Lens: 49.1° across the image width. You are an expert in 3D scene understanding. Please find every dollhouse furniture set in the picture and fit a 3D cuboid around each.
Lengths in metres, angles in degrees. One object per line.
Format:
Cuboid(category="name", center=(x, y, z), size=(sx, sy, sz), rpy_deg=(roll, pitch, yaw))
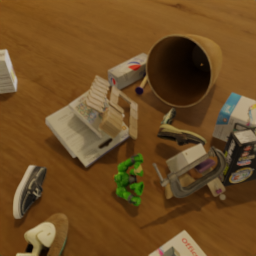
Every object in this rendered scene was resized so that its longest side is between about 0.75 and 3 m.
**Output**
Cuboid(category="dollhouse furniture set", center=(2.009, 1.853, 8.516), size=(1.715, 1.359, 1.217), rpy_deg=(-31, 92, 1))

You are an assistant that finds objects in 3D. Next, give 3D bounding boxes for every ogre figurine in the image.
Cuboid(category="ogre figurine", center=(0.026, 1.531, 8.228), size=(0.864, 1.442, 0.707), rpy_deg=(-13, -7, 35))

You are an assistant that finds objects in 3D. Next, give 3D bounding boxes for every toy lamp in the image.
Cuboid(category="toy lamp", center=(0.705, -2.015, 12.102), size=(0.420, 0.420, 1.442), rpy_deg=(17, 47, 16))

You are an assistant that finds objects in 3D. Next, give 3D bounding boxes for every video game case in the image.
Cuboid(category="video game case", center=(-1.063, -0.568, 9.681), size=(1.550, 0.184, 1.411), rpy_deg=(44, 46, 1))

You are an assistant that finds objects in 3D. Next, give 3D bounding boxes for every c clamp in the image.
Cuboid(category="c clamp", center=(1.760, 1.151, 7.454), size=(2.043, 1.745, 0.277), rpy_deg=(-26, 37, -9))

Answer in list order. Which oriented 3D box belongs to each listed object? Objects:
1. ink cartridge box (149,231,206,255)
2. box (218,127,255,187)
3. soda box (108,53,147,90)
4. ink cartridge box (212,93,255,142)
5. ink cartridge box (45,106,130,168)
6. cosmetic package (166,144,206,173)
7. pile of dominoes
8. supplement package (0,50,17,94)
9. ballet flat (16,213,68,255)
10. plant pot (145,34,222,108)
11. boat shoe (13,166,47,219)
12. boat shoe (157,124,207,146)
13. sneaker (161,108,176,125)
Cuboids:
Cuboid(category="ink cartridge box", center=(0.961, 3.556, 6.310), size=(2.007, 0.878, 1.458), rpy_deg=(-24, 49, -23))
Cuboid(category="box", center=(4.010, 0.750, 8.287), size=(2.473, 1.981, 0.547), rpy_deg=(-10, 46, -10))
Cuboid(category="soda box", center=(0.131, -2.499, 12.340), size=(2.159, 0.737, 0.685), rpy_deg=(-32, 54, -28))
Cuboid(category="ink cartridge box", center=(4.056, -0.152, 9.669), size=(1.703, 1.249, 1.244), rpy_deg=(25, 51, 23))
Cuboid(category="ink cartridge box", center=(-1.346, 0.021, 9.878), size=(2.203, 0.486, 2.244), rpy_deg=(-34, 77, -29))
Cuboid(category="cosmetic package", center=(1.744, 0.964, 8.474), size=(0.692, 1.365, 0.486), rpy_deg=(-22, 78, -18))
Cuboid(category="pile of dominoes", center=(-0.586, -0.703, 9.847), size=(2.098, 0.429, 2.692), rpy_deg=(37, 26, -18))
Cuboid(category="supplement package", center=(-5.247, -2.296, 11.571), size=(0.843, 1.539, 0.875), rpy_deg=(-9, 46, -9))
Cuboid(category="ballet flat", center=(-2.263, 3.087, 6.636), size=(0.933, 0.995, 2.750), rpy_deg=(0, 43, 24))
Cuboid(category="plant pot", center=(2.652, -2.623, 11.382), size=(2.742, 2.742, 2.943), rpy_deg=(29, 40, 25))
Cuboid(category="boat shoe", center=(-2.821, 1.840, 8.217), size=(0.596, 0.631, 1.760), rpy_deg=(1, 39, 3))
Cuboid(category="boat shoe", center=(1.724, 0.346, 9.152), size=(1.624, 0.594, 0.526), rpy_deg=(18, 72, 30))
Cuboid(category="sneaker", center=(1.497, -0.427, 10.517), size=(0.368, 0.331, 0.853), rpy_deg=(5, 51, 46))
